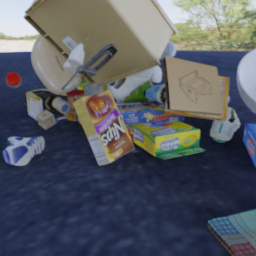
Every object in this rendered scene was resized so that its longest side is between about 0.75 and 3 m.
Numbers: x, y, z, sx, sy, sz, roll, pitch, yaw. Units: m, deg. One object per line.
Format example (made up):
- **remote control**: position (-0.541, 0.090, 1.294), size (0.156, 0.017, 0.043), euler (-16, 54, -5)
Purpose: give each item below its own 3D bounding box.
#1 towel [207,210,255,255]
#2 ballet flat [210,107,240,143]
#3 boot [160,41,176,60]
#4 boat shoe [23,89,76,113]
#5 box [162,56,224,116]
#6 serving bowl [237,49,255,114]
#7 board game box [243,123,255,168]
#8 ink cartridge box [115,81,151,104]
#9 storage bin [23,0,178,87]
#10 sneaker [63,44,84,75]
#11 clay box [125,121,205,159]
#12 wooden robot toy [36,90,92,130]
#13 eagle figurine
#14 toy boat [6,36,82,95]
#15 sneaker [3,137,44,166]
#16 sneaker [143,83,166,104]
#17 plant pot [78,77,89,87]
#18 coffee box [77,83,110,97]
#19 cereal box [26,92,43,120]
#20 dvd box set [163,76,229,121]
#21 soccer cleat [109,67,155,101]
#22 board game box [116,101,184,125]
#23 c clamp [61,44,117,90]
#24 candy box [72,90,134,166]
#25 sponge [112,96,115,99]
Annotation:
- **towel**: position (2.465, 1.577, 3.984), size (2.142, 0.232, 1.571), euler (-8, 19, -14)
- **ballet flat**: position (3.031, -0.234, 8.589), size (0.816, 0.816, 2.273), euler (8, 20, 21)
- **boot**: position (0.961, -3.465, 11.308), size (1.047, 0.806, 2.190), euler (20, 18, -40)
- **boat shoe**: position (-3.005, -1.026, 10.716), size (2.279, 0.834, 0.738), euler (3, 14, 8)
- **box**: position (1.571, -0.971, 6.704), size (1.593, 1.302, 0.169), euler (4, -18, -27)
- **serving bowl**: position (4.220, -0.996, 7.235), size (2.834, 0.932, 2.834), euler (-4, 52, 5)
- **board game box**: position (4.252, 0.516, 6.627), size (2.567, 0.578, 1.952), euler (4, 20, 12)
- **ink cartridge box**: position (0.093, -1.891, 9.387), size (0.831, 2.194, 1.622), euler (-4, -3, -15)
- **storage bin**: position (-0.777, -2.689, 7.293), size (2.841, 2.862, 1.341), euler (-10, 46, 45)
- **sneaker**: position (-1.329, -1.777, 7.244), size (0.479, 0.563, 1.272), euler (22, -11, -17)
- **clay box**: position (0.861, 0.138, 7.679), size (1.378, 0.571, 2.398), euler (-9, 18, -26)
- **wooden robot toy**: position (-1.638, -0.529, 9.135), size (1.111, 1.078, 2.448), euler (33, 35, 31)
- **eagle figurine**: position (0.309, -1.875, 11.885), size (2.172, 2.160, 2.863), euler (13, 9, 1)
- **toy boat**: position (-2.656, -1.809, 8.609), size (2.244, 1.887, 1.043), euler (-24, 11, -17)
- **sneaker**: position (-2.689, 0.537, 6.803), size (0.759, 0.531, 1.313), euler (1, 12, 13)
- **sneaker**: position (0.878, -1.117, 8.419), size (0.700, 0.610, 1.557), euler (9, 12, 18)
- **plant pot**: position (-1.533, -2.822, 10.655), size (2.213, 2.213, 2.035), euler (8, 20, 21)
- **coffee box**: position (-1.381, -1.322, 11.150), size (1.082, 1.094, 1.092), euler (-9, 21, -22)
- **cereal box**: position (-3.132, -0.694, 9.415), size (0.652, 0.906, 0.179), euler (31, 43, 25)
- **dvd box set**: position (1.773, -0.845, 7.250), size (1.587, 1.161, 0.233), euler (7, -12, 2)
- **soccer cleat**: position (0.146, -1.433, 8.146), size (1.564, 0.607, 0.542), euler (-42, 39, -11)
- **board game box**: position (0.435, -0.458, 8.053), size (1.982, 0.342, 1.342), euler (-4, 17, -13)
- **c clamp**: position (-0.744, -1.322, 5.889), size (1.249, 0.198, 1.463), euler (-42, 2, 15)
- **candy box**: position (-0.549, -0.026, 6.566), size (0.446, 1.581, 0.922), euler (-19, 4, 44)
- **sponge**: position (-0.881, -0.865, 8.739), size (0.948, 0.141, 0.529), euler (-13, 30, 13)
